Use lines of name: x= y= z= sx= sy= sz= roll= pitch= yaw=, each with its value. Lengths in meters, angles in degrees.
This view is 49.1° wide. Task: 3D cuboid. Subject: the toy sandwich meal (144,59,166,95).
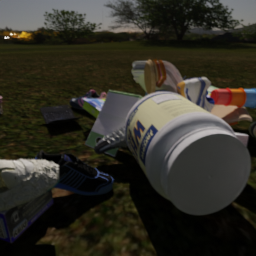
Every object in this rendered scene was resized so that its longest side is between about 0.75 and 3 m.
toy sandwich meal: x=0.977 y=-1.879 z=10.388 sx=0.518 sy=1.513 sz=1.513 roll=-7 pitch=21 yaw=-8

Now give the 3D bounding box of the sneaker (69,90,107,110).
sneaker: x=-1.844 y=-1.341 z=13.221 sx=2.388 sy=0.979 sz=0.838 roll=12 pitch=21 yaw=33

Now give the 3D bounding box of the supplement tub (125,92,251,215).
supplement tub: x=1.220 y=0.439 z=6.664 sx=2.114 sy=2.114 sz=2.916 roll=-5 pitch=21 yaw=-13

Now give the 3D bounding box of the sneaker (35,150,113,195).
sneaker: x=-1.237 y=1.033 z=6.564 sx=1.955 sy=0.762 sz=0.686 roll=10 pitch=28 yaw=-15

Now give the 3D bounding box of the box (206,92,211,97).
box: x=3.990 y=-1.293 z=13.715 sx=0.635 sy=0.582 sz=1.811 roll=3 pitch=21 yaw=9

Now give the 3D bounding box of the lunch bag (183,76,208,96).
lunch bag: x=2.658 y=-1.721 z=13.390 sx=1.723 sy=1.098 sz=1.465 roll=-6 pitch=-15 yaw=-18

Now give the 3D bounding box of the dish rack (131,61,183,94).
dish rack: x=1.496 y=-1.664 z=12.261 sx=2.506 sy=2.920 sz=0.636 roll=14 pitch=65 yaw=48

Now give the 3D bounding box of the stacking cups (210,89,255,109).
stacking cups: x=4.320 y=-1.135 z=10.203 sx=2.729 sy=0.826 sz=0.826 roll=4 pitch=19 yaw=-13

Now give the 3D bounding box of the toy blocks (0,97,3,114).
toy blocks: x=-6.916 y=-1.408 z=12.498 sx=1.935 sy=1.629 sz=1.808 roll=16 pitch=26 yaw=37

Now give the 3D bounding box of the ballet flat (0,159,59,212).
ballet flat: x=-2.468 y=1.064 z=4.960 sx=2.608 sy=0.936 sz=0.936 roll=-21 pitch=27 yaw=-24

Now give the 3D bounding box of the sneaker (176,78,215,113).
sneaker: x=2.263 y=-0.451 z=8.786 sx=1.044 sy=2.368 sz=0.891 roll=-18 pitch=36 yaw=2

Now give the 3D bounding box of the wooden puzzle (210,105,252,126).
wooden puzzle: x=3.140 y=-0.351 z=10.659 sx=2.621 sy=0.488 sz=2.424 roll=-11 pitch=17 yaw=17

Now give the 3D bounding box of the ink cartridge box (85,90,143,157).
ink cartridge box: x=-0.410 y=-0.156 z=9.251 sx=1.517 sy=2.085 sz=0.500 roll=17 pitch=-8 yaw=41

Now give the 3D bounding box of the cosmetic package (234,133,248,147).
cosmetic package: x=2.615 y=0.529 z=7.341 sx=0.686 sy=0.820 sz=0.682 roll=5 pitch=5 yaw=-40

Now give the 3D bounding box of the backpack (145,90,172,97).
backpack: x=1.418 y=-0.830 z=11.084 sx=1.409 sy=1.131 sz=1.540 roll=17 pitch=-9 yaw=-23

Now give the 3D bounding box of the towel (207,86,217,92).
towel: x=4.178 y=-2.183 z=16.625 sx=2.512 sy=0.294 sz=1.916 roll=-5 pitch=21 yaw=-17

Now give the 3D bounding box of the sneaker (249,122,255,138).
sneaker: x=5.276 y=0.139 z=9.389 sx=2.134 sy=0.837 sz=0.847 roll=-4 pitch=11 yaw=9

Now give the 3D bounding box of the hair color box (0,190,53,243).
hair color box: x=-2.986 y=1.425 z=5.960 sx=2.391 sy=0.775 sz=1.307 roll=7 pitch=24 yaw=22

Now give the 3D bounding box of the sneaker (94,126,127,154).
sneaker: x=0.045 y=0.521 z=8.260 sx=1.928 sy=1.113 sz=0.723 roll=-31 pitch=18 yaw=-5

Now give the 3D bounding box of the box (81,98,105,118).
box: x=-0.851 y=-0.723 z=11.278 sx=1.231 sy=0.481 sz=2.019 roll=34 pitch=22 yaw=30

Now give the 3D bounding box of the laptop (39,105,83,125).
laptop: x=-2.739 y=-0.618 z=11.407 sx=1.299 sy=0.757 sz=1.466 roll=-10 pitch=52 yaw=-31
